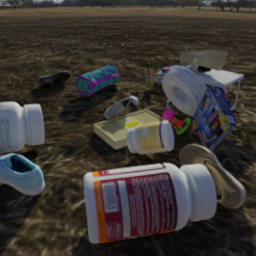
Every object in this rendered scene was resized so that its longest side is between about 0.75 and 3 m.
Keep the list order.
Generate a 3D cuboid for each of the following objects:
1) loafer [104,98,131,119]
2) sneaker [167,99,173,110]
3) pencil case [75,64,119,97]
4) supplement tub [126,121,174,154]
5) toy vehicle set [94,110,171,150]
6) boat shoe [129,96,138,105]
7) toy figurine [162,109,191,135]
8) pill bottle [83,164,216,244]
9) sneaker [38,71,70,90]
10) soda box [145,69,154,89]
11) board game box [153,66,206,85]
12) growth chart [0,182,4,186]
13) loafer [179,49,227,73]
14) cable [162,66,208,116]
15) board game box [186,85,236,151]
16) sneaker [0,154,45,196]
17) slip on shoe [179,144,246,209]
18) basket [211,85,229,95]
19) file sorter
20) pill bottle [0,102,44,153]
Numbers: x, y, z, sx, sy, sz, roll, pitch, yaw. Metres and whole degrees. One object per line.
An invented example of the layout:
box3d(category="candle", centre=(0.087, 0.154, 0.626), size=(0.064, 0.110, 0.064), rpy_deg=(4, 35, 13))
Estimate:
box3d(category="loafer", centre=(-0.405, -0.799, 11.068), size=(0.483, 0.482, 1.380), rpy_deg=(49, 51, -1))
box3d(category="sneaker", centre=(1.931, -1.130, 12.675), size=(0.271, 0.303, 0.758), rpy_deg=(32, 33, -15))
box3d(category="pencil case", centre=(-1.529, -2.489, 14.508), size=(1.193, 1.098, 2.581), rpy_deg=(-5, 21, 37))
box3d(category="supplement tub", centre=(0.715, 0.334, 9.018), size=(1.343, 0.977, 0.977), rpy_deg=(-9, 23, 23))
box3d(category="toy vehicle set", centre=(0.166, -0.015, 10.620), size=(2.517, 0.334, 1.564), rpy_deg=(-17, 32, -29))
box3d(category="boat shoe", centre=(0.317, -1.318, 13.135), size=(0.279, 0.314, 0.852), rpy_deg=(-15, 32, -18))
box3d(category="toy figurine", centre=(1.666, -0.323, 10.363), size=(0.925, 0.755, 1.005), rpy_deg=(36, -4, -13))
box3d(category="pill bottle", centre=(0.431, 1.602, 6.286), size=(2.741, 1.502, 1.502), rpy_deg=(-5, 28, -9))
box3d(category="sneaker", centre=(-3.908, -2.525, 15.198), size=(1.771, 0.662, 0.941), rpy_deg=(-19, 37, -15))
box3d(category="soda box", centre=(1.121, -2.585, 14.711), size=(0.316, 0.989, 0.335), rpy_deg=(8, -7, -28))
box3d(category="board game box", centre=(2.845, -2.778, 15.314), size=(2.797, 0.863, 2.796), rpy_deg=(18, 32, 29))
box3d(category="growth chart", centre=(-4.227, 1.257, 8.380), size=(1.998, 0.177, 1.446), rpy_deg=(17, 32, 29))
box3d(category="loafer", centre=(3.137, -2.866, 12.238), size=(1.023, 0.923, 2.704), rpy_deg=(1, 8, -23))
box3d(category="cable", centre=(2.330, -1.460, 11.531), size=(0.759, 2.192, 2.192), rpy_deg=(-39, 1, -16))
box3d(category="board game box", centre=(2.795, -0.132, 9.602), size=(0.575, 1.862, 1.863), rpy_deg=(8, 47, -20))
box3d(category="sneaker", centre=(-3.305, 0.999, 7.755), size=(2.309, 0.946, 0.853), rpy_deg=(17, 31, 13))
box3d(category="slip on shoe", centre=(2.050, 1.219, 7.617), size=(0.745, 0.935, 2.459), rpy_deg=(9, 27, -31))
box3d(category="basket", centre=(4.342, -1.729, 13.844), size=(0.871, 0.909, 1.220), rpy_deg=(45, 42, 9))
box3d(category="file sorter", centre=(3.492, -1.717, 12.578), size=(2.461, 1.533, 1.708), rpy_deg=(24, 36, 38))
box3d(category="pill bottle", centre=(-4.232, 0.021, 8.910), size=(2.844, 1.612, 1.612), rpy_deg=(-6, 28, -22))
